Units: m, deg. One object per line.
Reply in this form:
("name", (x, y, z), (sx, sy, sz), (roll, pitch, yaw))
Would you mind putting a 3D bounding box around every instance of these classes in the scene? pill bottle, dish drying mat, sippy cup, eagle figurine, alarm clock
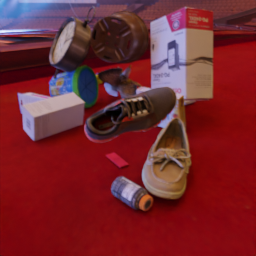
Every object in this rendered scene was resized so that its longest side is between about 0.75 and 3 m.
("pill bottle", (0.094, 1.457, 6.111), (0.916, 0.486, 0.486), (23, 33, 40))
("dish drying mat", (-0.308, 0.908, 7.821), (0.305, 0.072, 0.795), (-15, 28, -31))
("sippy cup", (-2.365, -1.687, 11.850), (1.625, 1.742, 2.218), (-1, 1, 24))
("eagle figurine", (-0.319, -1.941, 12.025), (1.767, 1.757, 2.328), (1, 25, 7))
("alarm clock", (-2.037, -3.369, 10.774), (0.995, 2.989, 2.016), (17, 44, -34))

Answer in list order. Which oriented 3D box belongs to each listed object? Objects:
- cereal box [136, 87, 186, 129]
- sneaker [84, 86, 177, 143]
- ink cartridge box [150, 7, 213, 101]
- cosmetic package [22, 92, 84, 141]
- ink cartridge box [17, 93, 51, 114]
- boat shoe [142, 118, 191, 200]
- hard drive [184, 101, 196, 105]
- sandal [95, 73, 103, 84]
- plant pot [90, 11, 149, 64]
("cereal box", (1.103, -0.634, 9.540), (1.781, 1.282, 0.352), (18, 41, 40))
("sneaker", (0.097, -0.318, 6.434), (2.374, 0.915, 0.972), (-27, -9, -4))
("ink cartridge box", (1.833, -2.417, 9.920), (1.217, 2.920, 2.121), (-5, 7, -28))
("cosmetic package", (-2.432, -0.402, 9.272), (1.866, 1.004, 0.791), (-22, 49, -39))
("ink cartridge box", (-3.422, -0.808, 10.624), (1.836, 0.869, 0.341), (13, 27, 26))
("boat shoe", (1.021, 0.655, 7.161), (1.098, 0.939, 2.995), (12, 25, 4))
("hard drive", (2.306, -1.260, 12.424), (0.764, 0.147, 1.158), (-19, 28, -37))
("sandal", (-1.197, -2.824, 15.405), (1.645, 0.654, 0.716), (-9, 22, -23))
("plant pot", (-0.401, -3.475, 10.903), (2.151, 2.151, 2.129), (5, 20, 11))
